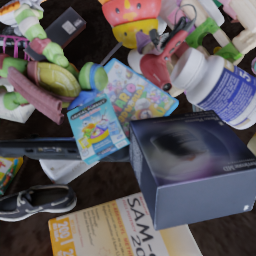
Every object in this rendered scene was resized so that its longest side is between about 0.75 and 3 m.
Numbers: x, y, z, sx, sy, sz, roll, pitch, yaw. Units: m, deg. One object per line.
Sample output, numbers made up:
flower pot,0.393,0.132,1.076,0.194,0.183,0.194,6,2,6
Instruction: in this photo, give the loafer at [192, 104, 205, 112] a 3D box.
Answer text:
loafer,1.699,-0.212,6.466,0.269,0.855,0.307,-9,8,33

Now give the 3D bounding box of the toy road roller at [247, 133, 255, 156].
toy road roller,3.063,0.213,4.728,1.290,1.767,1.086,31,22,-2

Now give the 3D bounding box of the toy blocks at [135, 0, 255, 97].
toy blocks,1.604,-2.233,6.297,2.616,2.444,2.202,-13,67,-57

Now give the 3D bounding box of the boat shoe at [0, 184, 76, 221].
boat shoe,-2.191,1.676,6.469,1.928,0.582,0.712,-3,48,-3

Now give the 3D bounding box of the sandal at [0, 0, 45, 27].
sandal,-2.545,-3.044,7.311,2.428,0.696,0.930,-9,42,24

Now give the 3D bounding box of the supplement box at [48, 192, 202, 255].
supplement box,-0.111,2.351,5.609,2.589,0.952,1.632,-14,51,-13

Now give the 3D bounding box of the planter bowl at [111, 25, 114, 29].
planter bowl,-0.092,-4.256,11.339,1.426,1.426,0.960,2,70,2

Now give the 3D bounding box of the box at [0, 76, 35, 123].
box,-4.009,-1.249,8.494,2.251,1.439,1.227,12,49,11

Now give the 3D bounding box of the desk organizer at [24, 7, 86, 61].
desk organizer,-1.793,-2.202,7.086,0.567,0.609,1.582,44,82,0

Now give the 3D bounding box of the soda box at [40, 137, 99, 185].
soda box,-1.187,0.627,7.351,2.092,0.666,0.713,-33,56,-26

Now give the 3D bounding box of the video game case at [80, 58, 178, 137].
video game case,-0.120,-0.804,8.379,2.644,0.235,1.892,38,78,24

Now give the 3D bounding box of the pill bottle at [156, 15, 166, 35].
pill bottle,0.566,-3.634,9.168,0.794,0.794,1.413,-24,61,-20

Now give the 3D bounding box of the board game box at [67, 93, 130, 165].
board game box,-0.424,-0.005,3.800,0.628,0.195,0.832,-28,56,3

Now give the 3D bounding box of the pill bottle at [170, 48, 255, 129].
pill bottle,1.604,-0.732,5.046,1.588,0.951,0.951,28,49,-9

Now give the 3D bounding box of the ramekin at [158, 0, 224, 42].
ramekin,1.422,-3.407,7.631,2.409,1.122,2.409,38,26,-23

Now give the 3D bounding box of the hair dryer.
hair dryer,0.563,-1.215,4.448,0.385,1.080,1.419,14,72,-29

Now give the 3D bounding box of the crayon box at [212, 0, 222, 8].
crayon box,2.509,-4.607,9.266,1.432,0.484,1.660,-42,58,-7

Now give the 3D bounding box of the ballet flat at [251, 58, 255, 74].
ballet flat,5.727,-1.836,9.443,2.996,1.036,1.066,24,33,20

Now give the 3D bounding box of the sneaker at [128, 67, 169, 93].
sneaker,0.427,-1.672,9.293,2.213,0.824,0.936,8,49,7

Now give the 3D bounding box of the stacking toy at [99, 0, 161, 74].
stacking toy,0.185,-2.516,6.511,1.809,2.476,1.809,-13,13,3

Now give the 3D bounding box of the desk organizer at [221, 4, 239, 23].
desk organizer,4.914,-5.621,12.919,0.731,0.681,1.899,-3,48,0

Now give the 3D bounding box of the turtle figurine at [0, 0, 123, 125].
turtle figurine,-1.605,-1.336,5.599,2.791,2.071,2.878,-6,81,17

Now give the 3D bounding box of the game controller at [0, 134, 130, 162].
game controller,-0.966,0.300,4.803,2.531,1.320,0.533,-2,81,19

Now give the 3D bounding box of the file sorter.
file sorter,-3.358,-2.348,9.309,1.895,1.188,1.317,13,16,11

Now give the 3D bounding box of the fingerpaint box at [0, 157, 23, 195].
fingerpaint box,-3.532,1.007,7.145,1.259,0.462,1.051,11,50,9

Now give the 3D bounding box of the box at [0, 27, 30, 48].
box,-4.527,-3.731,11.480,1.326,0.289,1.062,4,48,3

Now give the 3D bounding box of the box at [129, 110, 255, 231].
box,0.736,0.434,3.448,1.227,0.756,1.217,-9,37,-11
